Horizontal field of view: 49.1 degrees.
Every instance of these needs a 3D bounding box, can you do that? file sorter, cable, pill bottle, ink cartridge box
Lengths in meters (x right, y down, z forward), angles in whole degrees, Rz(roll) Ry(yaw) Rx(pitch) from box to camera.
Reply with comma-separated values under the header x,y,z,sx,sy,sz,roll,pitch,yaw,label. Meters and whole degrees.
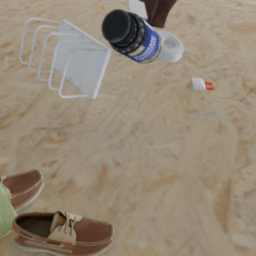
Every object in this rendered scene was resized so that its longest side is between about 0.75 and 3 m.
x,y,z,sx,sy,sz,roll,pitch,yaw,label
0.220,-3.685,9.095,0.556,0.499,0.802,6,56,-21,file sorter
1.682,-3.481,11.961,1.451,0.502,1.451,-2,62,-22,cable
0.118,-2.583,8.008,1.135,1.135,2.030,22,10,25,pill bottle
3.399,-1.997,12.781,0.958,0.273,0.779,-1,39,6,ink cartridge box
-2.239,-2.377,9.527,2.636,1.829,1.641,39,32,28,file sorter

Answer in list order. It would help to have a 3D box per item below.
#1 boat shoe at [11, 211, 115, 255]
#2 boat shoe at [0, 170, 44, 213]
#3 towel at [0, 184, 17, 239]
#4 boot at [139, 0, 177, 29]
x,y,z,sx,sy,sz,roll,pitch,yaw,label
-1.573,2.484,6.674,2.524,0.906,0.956,0,39,0,boat shoe
-3.589,1.809,7.442,2.761,0.991,1.045,-25,45,-28,boat shoe
-3.366,2.121,6.922,1.009,1.360,0.248,-33,17,-38,towel
1.503,-4.636,10.433,2.308,1.920,0.835,10,3,1,boot
